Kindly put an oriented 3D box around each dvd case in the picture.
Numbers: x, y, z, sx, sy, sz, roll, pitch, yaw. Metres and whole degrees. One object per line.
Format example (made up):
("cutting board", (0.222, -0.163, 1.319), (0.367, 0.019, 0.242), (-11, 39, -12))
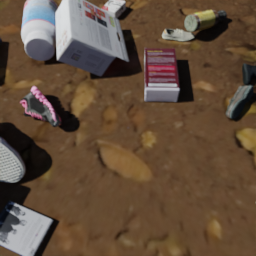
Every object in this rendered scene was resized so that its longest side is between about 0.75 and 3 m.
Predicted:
("dvd case", (-2.659, 2.496, 6.894), (1.329, 0.164, 0.999), (19, 58, 12))

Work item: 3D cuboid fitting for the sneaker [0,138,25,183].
("sneaker", (-3.834, 0.335, 7.864), (2.695, 1.536, 0.977), (42, 98, -7))

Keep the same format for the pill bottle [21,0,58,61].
("pill bottle", (-3.220, -3.661, 10.339), (1.316, 1.316, 2.421), (-7, 55, -4))

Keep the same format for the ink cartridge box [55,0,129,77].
("ink cartridge box", (-1.315, -3.207, 9.944), (2.245, 1.072, 2.557), (15, 49, -34))

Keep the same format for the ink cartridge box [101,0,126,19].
("ink cartridge box", (-0.608, -5.035, 11.829), (0.673, 0.380, 0.916), (24, 60, 16))

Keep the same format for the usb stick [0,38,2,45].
("usb stick", (-5.099, -2.555, 9.997), (0.673, 0.396, 2.426), (11, 48, -18))

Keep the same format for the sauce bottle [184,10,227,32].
("sauce bottle", (3.096, -4.249, 11.001), (2.061, 0.667, 0.667), (-25, 58, -33))

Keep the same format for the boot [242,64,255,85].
("boot", (4.428, -1.854, 9.683), (0.846, 0.384, 1.006), (7, 50, 9))

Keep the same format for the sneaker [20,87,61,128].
("sneaker", (-2.760, -0.505, 8.678), (0.854, 0.708, 1.791), (-37, 56, -15))

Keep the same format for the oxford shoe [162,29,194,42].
("oxford shoe", (1.966, -3.639, 10.905), (1.260, 0.364, 0.474), (3, 54, -1))

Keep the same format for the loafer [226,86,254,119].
("loafer", (3.495, -0.836, 8.998), (0.467, 0.533, 1.485), (21, 56, 43))

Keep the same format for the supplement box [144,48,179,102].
("supplement box", (1.097, -1.835, 9.534), (1.096, 0.613, 2.014), (2, 56, 1))
